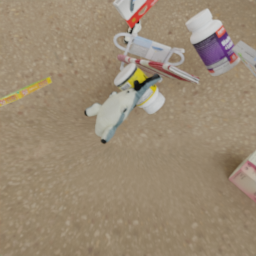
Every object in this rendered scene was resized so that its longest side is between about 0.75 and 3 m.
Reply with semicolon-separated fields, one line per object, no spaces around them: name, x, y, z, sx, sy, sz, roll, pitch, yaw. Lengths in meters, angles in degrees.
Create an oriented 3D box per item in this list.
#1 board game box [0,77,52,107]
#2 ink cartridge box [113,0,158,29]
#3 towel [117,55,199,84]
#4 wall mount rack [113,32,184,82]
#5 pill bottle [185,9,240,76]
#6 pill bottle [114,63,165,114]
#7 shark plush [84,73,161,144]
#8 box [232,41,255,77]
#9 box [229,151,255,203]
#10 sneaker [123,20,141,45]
board game box;-2.827;-1.046;7.811;0.789;0.248;1.653;-14;22;27
ink cartridge box;0.411;-4.609;10.277;1.604;1.414;0.359;-46;54;5
towel;1.034;-2.086;9.773;2.510;1.808;0.285;24;100;44
wall mount rack;0.802;-2.679;10.007;2.774;2.411;1.034;16;67;-8
pill bottle;2.986;-3.056;10.030;1.194;1.194;2.143;-44;108;-20
pill bottle;0.401;-1.270;9.321;1.632;0.933;0.933;42;65;-20
shark plush;-0.199;-0.761;8.823;1.290;1.183;2.840;45;110;25
box;4.151;-1.714;8.489;0.415;1.572;2.017;-44;32;20
box;4.779;1.943;9.792;1.079;1.267;1.981;-41;70;-19
sneaker;0.183;-4.704;13.585;0.567;0.615;1.537;19;66;8
